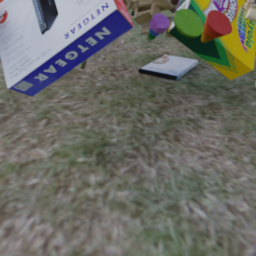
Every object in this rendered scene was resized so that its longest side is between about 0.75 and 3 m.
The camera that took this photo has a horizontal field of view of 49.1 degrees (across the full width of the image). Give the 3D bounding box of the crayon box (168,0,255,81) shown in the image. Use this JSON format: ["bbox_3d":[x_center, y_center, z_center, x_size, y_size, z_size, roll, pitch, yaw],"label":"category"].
[{"bbox_3d":[2.653,-3.212,8.150,2.466,0.833,2.858,30,61,-18],"label":"crayon box"}]

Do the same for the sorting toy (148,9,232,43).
[{"bbox_3d":[1.296,-2.112,6.168,2.028,0.698,0.703,-9,73,-24],"label":"sorting toy"}]

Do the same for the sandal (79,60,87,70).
[{"bbox_3d":[-1.655,-2.856,8.446,0.643,2.254,0.895,-11,39,-4],"label":"sandal"}]

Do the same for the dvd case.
[{"bbox_3d":[1.775,-2.668,12.117,1.735,0.213,2.432,18,36,27],"label":"dvd case"}]

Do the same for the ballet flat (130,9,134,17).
[{"bbox_3d":[0.342,-6.010,12.999,0.613,1.679,0.613,2,30,-1],"label":"ballet flat"}]

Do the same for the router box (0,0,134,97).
[{"bbox_3d":[-1.533,-2.397,5.795,2.759,0.674,2.476,-29,68,21],"label":"router box"}]

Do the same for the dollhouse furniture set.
[{"bbox_3d":[0.281,-4.262,9.489,2.487,1.618,2.284,4,-12,37],"label":"dollhouse furniture set"}]

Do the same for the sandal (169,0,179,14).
[{"bbox_3d":[2.373,-5.080,12.015,1.180,0.788,2.888,39,39,-3],"label":"sandal"}]

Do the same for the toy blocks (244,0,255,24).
[{"bbox_3d":[3.934,-3.282,6.611,1.597,1.897,1.773,20,57,2],"label":"toy blocks"}]
